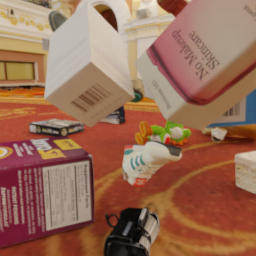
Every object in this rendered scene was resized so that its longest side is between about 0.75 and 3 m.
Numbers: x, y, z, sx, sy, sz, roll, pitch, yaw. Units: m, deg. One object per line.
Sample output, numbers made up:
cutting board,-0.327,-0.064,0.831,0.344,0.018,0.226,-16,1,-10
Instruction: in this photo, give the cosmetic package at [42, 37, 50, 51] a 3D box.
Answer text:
cosmetic package,-2.580,-2.914,9.671,0.347,0.411,0.769,23,34,23

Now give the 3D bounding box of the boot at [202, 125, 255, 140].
boot,4.496,0.042,12.256,2.059,1.012,2.875,14,1,1

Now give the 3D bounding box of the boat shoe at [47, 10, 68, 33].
boat shoe,-1.875,-2.976,9.246,0.720,1.979,0.611,-44,39,-15

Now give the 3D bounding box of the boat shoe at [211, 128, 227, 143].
boat shoe,3.548,0.344,11.219,0.535,0.524,1.511,21,-5,14

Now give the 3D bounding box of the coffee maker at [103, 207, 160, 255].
coffee maker,-0.034,1.689,4.247,0.920,0.645,0.958,-17,4,19

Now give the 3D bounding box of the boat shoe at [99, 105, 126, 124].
boat shoe,-1.245,-0.991,16.224,2.657,1.232,0.992,8,14,34

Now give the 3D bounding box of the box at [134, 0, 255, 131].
box,1.534,-1.311,5.031,1.308,2.401,1.535,13,43,-47

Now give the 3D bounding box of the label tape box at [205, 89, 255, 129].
label tape box,2.582,-0.878,7.144,1.963,0.862,2.723,-4,19,6

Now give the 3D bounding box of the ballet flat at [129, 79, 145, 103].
ballet flat,-0.580,-1.232,7.605,2.138,0.805,0.725,10,-31,-8

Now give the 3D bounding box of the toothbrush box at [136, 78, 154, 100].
toothbrush box,0.955,-1.465,11.277,1.037,0.613,1.424,23,7,27

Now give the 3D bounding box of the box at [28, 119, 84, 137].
box,-3.361,-0.030,13.196,2.037,0.500,1.642,6,14,30

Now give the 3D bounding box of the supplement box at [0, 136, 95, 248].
supplement box,-2.153,1.079,5.092,2.668,1.377,1.747,-6,12,-28

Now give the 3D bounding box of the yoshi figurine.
yoshi figurine,1.390,0.082,11.020,2.153,1.205,1.210,-1,4,-22

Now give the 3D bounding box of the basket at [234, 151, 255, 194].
basket,3.311,1.050,6.760,1.311,0.809,0.889,-5,11,-28

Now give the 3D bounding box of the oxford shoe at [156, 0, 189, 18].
oxford shoe,1.141,-2.352,5.641,1.413,0.500,0.521,36,35,-26

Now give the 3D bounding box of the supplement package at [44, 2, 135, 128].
supplement package,-0.843,-1.357,5.977,1.271,2.173,1.275,-32,-44,25

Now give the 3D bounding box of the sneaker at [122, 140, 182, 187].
sneaker,0.276,0.518,3.770,0.444,0.590,1.261,16,-13,-24
